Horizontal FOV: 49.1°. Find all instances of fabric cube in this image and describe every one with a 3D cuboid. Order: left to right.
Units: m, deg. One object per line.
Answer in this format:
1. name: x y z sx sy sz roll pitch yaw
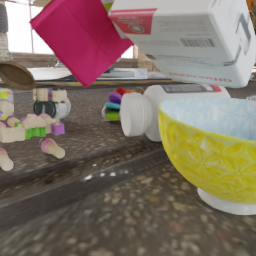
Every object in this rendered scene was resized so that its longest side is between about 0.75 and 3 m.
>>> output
1. fabric cube: -1.541 -3.167 9.164 2.351 2.343 2.306 -42 33 1

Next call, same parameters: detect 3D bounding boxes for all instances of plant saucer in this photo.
1. plant saucer: -2.087 -0.978 5.219 0.773 0.114 0.773 11 -30 6

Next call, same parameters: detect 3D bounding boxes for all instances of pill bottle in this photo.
1. pill bottle: 1.103 -0.369 6.750 2.422 1.341 1.341 -3 12 -14

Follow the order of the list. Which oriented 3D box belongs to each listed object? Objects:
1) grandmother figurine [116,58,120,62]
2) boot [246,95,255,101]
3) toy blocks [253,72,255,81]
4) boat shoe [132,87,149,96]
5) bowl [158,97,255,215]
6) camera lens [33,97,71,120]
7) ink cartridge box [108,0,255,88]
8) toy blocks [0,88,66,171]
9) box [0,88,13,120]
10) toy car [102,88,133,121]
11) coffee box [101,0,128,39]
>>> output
1. grandmother figurine: -0.642 -2.576 9.270 0.300 0.991 0.601 -33 30 31
2. boot: 4.775 -0.806 10.038 1.307 1.052 2.893 1 2 41
3. toy blocks: 3.804 -1.488 7.780 0.612 0.447 0.895 -11 -5 35
4. boat shoe: 0.631 -1.154 10.372 1.028 1.026 2.778 -43 23 -7
5. bowl: 1.386 0.367 3.546 2.152 1.158 2.152 4 17 -1
6. camera lens: -2.505 -0.674 9.238 0.898 0.898 1.122 3 11 13
7. ink cartridge box: 0.763 -1.151 3.378 1.204 0.701 1.654 15 -9 35
8. toy blocks: -2.013 -0.118 5.355 1.329 1.423 1.197 -10 22 -41
9. box: -4.865 -0.859 9.615 1.604 0.978 1.545 0 11 -26
10. toy car: -0.255 -0.784 9.141 1.122 0.962 1.283 11 40 41
11. coffee box: 0.331 -3.463 7.526 1.413 1.411 1.397 1 -31 29
